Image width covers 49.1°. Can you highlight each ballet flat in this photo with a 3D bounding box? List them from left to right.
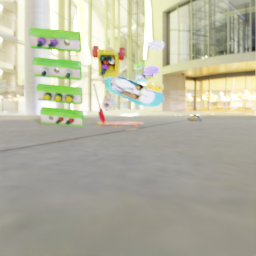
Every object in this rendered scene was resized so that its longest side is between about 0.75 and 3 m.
[{"bbox_3d":[0.216,-1.101,8.585,1.982,0.667,0.697,18,-2,-9],"label":"ballet flat"}]

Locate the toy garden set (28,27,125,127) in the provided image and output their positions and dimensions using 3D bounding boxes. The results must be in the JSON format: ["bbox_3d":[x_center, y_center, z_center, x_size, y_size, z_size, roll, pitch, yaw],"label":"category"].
[{"bbox_3d":[-1.370,-1.093,7.606,2.404,2.884,0.575,6,38,1],"label":"toy garden set"}]

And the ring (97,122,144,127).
[{"bbox_3d":[-0.250,-0.126,9.472,1.589,0.153,1.589,-1,2,0],"label":"ring"}]

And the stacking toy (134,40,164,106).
[{"bbox_3d":[0.546,-1.693,9.006,0.471,1.512,2.005,7,-14,-19],"label":"stacking toy"}]

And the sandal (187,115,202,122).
[{"bbox_3d":[3.462,-0.516,14.540,0.510,0.341,1.248,0,3,-5],"label":"sandal"}]
